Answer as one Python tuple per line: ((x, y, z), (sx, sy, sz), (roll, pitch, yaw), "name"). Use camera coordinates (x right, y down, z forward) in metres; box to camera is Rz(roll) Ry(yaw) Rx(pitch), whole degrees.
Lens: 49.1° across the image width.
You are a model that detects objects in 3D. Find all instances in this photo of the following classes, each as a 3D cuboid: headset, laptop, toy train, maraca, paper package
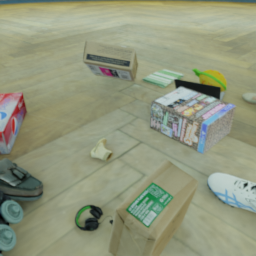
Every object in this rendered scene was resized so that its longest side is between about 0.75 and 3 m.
((-0.787, 2.213, 6.733), (1.006, 0.473, 0.621), (-2, 46, 26), "headset")
((3.162, -1.784, 12.187), (1.904, 1.179, 2.034), (15, 36, 21), "laptop")
((-3.051, 2.174, 5.595), (1.050, 1.404, 2.463), (-36, 31, 16), "toy train")
((3.670, -2.182, 12.684), (1.805, 1.238, 0.966), (39, 91, 35), "maraca")
((0.534, 1.870, 5.889), (0.940, 1.732, 1.817), (30, 43, 24), "paper package")

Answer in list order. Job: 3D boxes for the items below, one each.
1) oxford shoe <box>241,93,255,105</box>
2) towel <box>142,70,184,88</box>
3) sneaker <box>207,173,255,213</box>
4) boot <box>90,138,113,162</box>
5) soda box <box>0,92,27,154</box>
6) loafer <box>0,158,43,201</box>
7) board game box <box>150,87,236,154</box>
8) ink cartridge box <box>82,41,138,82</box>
((5.378, -1.218, 11.667), (1.382, 0.489, 0.510), (24, 1, 38), "oxford shoe")
((1.815, -2.556, 14.311), (1.382, 0.212, 1.812), (25, 41, 34), "towel")
((3.275, 1.692, 6.968), (2.653, 0.961, 0.953), (23, 40, 33), "sneaker")
((-0.751, 0.709, 9.049), (0.661, 0.310, 0.851), (15, 43, 25), "boot")
((-4.463, -0.254, 10.006), (1.015, 0.920, 2.900), (-4, 33, -5), "soda box")
((-3.606, 1.131, 7.430), (2.904, 0.913, 1.043), (14, 10, 7), "loafer")
((2.253, -0.381, 10.020), (2.324, 1.126, 1.853), (28, 42, 36), "board game box")
((-0.657, -2.761, 11.965), (2.011, 0.917, 2.440), (10, -1, 6), "ink cartridge box")
